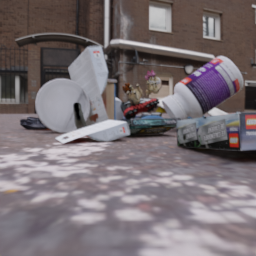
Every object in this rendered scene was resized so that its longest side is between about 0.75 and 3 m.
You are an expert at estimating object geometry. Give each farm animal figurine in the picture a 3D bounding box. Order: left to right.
[{"bbox_3d":[0.564,-1.369,10.060,1.354,0.681,1.094,-26,36,-3],"label":"farm animal figurine"}]

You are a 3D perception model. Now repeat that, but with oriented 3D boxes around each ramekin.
[{"bbox_3d":[-2.177,-0.704,9.163,1.737,1.737,0.809,-2,4,-26],"label":"ramekin"}]

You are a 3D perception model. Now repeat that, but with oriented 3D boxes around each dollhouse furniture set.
[{"bbox_3d":[-0.242,-0.847,10.982,2.706,1.766,2.555,-2,5,-37],"label":"dollhouse furniture set"}]

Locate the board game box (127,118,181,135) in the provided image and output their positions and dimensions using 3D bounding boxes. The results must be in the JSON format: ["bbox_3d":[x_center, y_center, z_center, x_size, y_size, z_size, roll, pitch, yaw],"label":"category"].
[{"bbox_3d":[0.576,-0.028,7.903,1.553,0.219,1.050,-2,-15,-25],"label":"board game box"}]

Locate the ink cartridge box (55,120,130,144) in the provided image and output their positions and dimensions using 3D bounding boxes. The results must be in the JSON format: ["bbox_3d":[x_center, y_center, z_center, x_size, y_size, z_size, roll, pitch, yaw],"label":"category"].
[{"bbox_3d":[-0.900,0.210,6.889,1.572,0.394,1.275,-21,11,-20],"label":"ink cartridge box"}]

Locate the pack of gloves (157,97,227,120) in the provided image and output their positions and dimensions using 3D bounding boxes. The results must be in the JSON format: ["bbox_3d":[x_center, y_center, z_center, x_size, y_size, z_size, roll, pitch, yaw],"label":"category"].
[{"bbox_3d":[2.480,-0.894,10.738,2.205,0.518,2.625,-10,31,-34],"label":"pack of gloves"}]

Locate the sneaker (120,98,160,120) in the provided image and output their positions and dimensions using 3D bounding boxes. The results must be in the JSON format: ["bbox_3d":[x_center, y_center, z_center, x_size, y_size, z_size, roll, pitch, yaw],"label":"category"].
[{"bbox_3d":[0.408,-0.871,10.337,1.611,0.569,0.787,-21,56,-26],"label":"sneaker"}]

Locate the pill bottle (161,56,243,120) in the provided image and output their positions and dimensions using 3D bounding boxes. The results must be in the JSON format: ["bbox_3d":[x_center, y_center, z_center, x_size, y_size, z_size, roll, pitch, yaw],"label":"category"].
[{"bbox_3d":[2.415,-1.167,9.377,2.468,1.375,1.375,-34,5,-1],"label":"pill bottle"}]

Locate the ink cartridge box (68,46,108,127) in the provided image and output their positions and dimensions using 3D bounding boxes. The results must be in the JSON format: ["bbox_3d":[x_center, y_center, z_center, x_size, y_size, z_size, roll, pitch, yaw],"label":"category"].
[{"bbox_3d":[-1.187,-1.277,9.475,0.596,2.379,1.930,-18,0,-32],"label":"ink cartridge box"}]

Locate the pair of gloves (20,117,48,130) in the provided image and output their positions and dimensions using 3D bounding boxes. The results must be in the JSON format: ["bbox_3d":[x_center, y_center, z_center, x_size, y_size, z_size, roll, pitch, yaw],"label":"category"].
[{"bbox_3d":[-2.939,-0.401,11.134,2.111,0.293,2.370,3,23,14],"label":"pair of gloves"}]

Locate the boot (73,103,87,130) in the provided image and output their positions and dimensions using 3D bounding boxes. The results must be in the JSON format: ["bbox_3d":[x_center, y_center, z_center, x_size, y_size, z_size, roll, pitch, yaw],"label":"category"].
[{"bbox_3d":[-1.488,-0.270,8.422,0.345,1.019,0.665,-14,10,-5],"label":"boot"}]

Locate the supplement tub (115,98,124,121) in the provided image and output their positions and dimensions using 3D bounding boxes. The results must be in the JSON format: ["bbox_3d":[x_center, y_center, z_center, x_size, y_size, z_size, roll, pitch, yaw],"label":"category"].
[{"bbox_3d":[-0.760,-0.739,10.955,0.983,0.983,1.359,-2,12,-27],"label":"supplement tub"}]

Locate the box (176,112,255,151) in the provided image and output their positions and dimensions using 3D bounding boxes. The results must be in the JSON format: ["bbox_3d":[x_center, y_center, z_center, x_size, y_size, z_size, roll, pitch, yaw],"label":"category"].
[{"bbox_3d":[2.630,0.058,5.069,2.928,0.584,2.005,-1,-2,-15],"label":"box"}]
